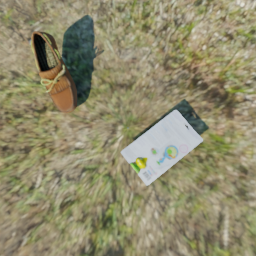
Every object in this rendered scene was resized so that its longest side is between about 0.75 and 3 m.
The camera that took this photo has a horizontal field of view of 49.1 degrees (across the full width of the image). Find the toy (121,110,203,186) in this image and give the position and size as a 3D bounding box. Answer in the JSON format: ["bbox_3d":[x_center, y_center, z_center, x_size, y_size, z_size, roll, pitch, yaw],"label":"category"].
[{"bbox_3d":[0.815,0.483,6.909,1.772,0.418,1.020,-36,79,-13],"label":"toy"}]

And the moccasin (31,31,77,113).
[{"bbox_3d":[-1.857,-1.385,7.019,0.771,0.813,2.107,-14,95,9],"label":"moccasin"}]
